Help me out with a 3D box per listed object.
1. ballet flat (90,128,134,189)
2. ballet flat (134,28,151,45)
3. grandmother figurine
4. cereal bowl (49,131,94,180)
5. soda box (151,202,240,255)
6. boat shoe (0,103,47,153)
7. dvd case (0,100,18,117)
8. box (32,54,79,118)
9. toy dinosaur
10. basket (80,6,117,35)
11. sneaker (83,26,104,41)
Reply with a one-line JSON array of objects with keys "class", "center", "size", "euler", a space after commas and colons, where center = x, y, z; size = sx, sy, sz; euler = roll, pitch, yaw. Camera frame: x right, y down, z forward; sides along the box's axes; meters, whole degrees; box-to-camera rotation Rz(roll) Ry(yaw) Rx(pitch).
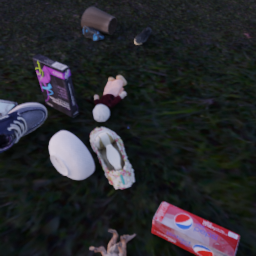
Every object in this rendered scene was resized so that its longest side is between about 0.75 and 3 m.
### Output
[{"class": "ballet flat", "center": [-0.529, 0.662, 8.430], "size": [0.998, 0.844, 2.640], "euler": [-26, 47, -11]}, {"class": "ballet flat", "center": [0.794, -4.834, 14.987], "size": [0.544, 0.465, 1.638], "euler": [40, 53, -4]}, {"class": "grandmother figurine", "center": [-0.701, -1.099, 10.596], "size": [1.396, 0.697, 2.301], "euler": [-16, 36, 35]}, {"class": "cereal bowl", "center": [-1.677, 0.865, 7.773], "size": [1.519, 1.519, 0.633], "euler": [29, 51, 28]}, {"class": "soda box", "center": [1.529, 2.493, 6.578], "size": [1.900, 0.665, 0.603], "euler": [21, 45, 21]}, {"class": "boat shoe", "center": [-3.556, 0.085, 8.733], "size": [2.746, 1.025, 1.273], "euler": [-31, 36, -33]}, {"class": "dvd case", "center": [-5.281, -0.271, 9.954], "size": [1.687, 0.254, 2.311], "euler": [11, 42, 11]}, {"class": "box", "center": [-2.535, -1.437, 9.905], "size": [1.473, 2.060, 0.372], "euler": [25, 52, 26]}, {"class": "toy dinosaur", "center": [-0.304, 2.904, 6.130], "size": [0.643, 1.015, 1.497], "euler": [-2, 9, 23]}, {"class": "basket", "center": [-1.529, -5.896, 15.570], "size": [1.660, 1.129, 1.496], "euler": [26, 64, 20]}, {"class": "sneaker", "center": [-1.918, -5.073, 15.171], "size": [0.588, 0.526, 1.436], "euler": [-17, 48, -41]}]
